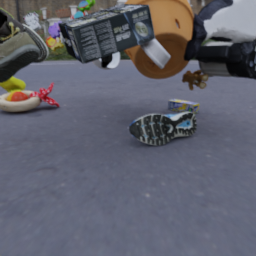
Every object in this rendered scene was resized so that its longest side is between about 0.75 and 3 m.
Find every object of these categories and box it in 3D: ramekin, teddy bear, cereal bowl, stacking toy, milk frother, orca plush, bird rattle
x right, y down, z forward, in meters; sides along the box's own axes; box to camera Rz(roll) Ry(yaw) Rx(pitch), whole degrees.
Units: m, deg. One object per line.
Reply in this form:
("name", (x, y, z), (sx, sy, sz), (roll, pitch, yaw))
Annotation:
("ramekin", (0.773, -2.089, 7.708), (0.425, 0.913, 0.913), (-41, 9, 16))
("teddy bear", (2.530, -1.790, 10.438), (0.369, 0.802, 1.107), (-4, 5, -38))
("cereal bowl", (-1.394, -3.909, 14.294), (0.858, 2.061, 2.061), (-14, 6, 36))
("stacking toy", (-2.068, -3.627, 9.777), (2.554, 0.600, 1.925), (-18, -7, 9))
("milk frother", (3.515, -2.860, 9.319), (1.991, 2.207, 2.076), (26, -3, -34))
("orca plush", (2.034, -2.209, 6.336), (2.953, 1.554, 1.050), (-41, 25, -30))
("bird rattle", (-4.830, -1.267, 13.085), (2.871, 1.617, 2.341), (18, 33, 12))

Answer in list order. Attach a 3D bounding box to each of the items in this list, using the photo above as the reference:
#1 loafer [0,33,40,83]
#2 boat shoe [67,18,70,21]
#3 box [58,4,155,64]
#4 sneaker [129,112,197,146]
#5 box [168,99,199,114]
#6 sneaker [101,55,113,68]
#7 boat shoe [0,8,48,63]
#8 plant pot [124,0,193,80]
("loafer", (-3.445, -1.912, 7.792), (2.253, 0.785, 0.847), (-21, -15, 15))
("boat shoe", (-2.115, -3.998, 11.222), (0.811, 0.941, 2.614), (32, 17, -11))
("box", (-0.607, -2.555, 7.403), (2.041, 0.879, 1.671), (-24, 31, -15))
("sneaker", (1.057, 0.029, 9.212), (2.491, 0.976, 1.121), (-4, 1, -33))
("box", (2.519, -0.981, 12.811), (0.488, 0.448, 1.393), (-16, 24, -41))
("sneaker", (-0.902, -3.215, 12.132), (0.567, 1.492, 0.677), (16, 52, 6))
("boat shoe", (-3.626, -2.797, 7.988), (2.882, 1.027, 0.868), (33, 6, -22))
("plant pot", (1.087, -3.102, 9.925), (2.864, 2.864, 2.005), (-2, 52, -8))
